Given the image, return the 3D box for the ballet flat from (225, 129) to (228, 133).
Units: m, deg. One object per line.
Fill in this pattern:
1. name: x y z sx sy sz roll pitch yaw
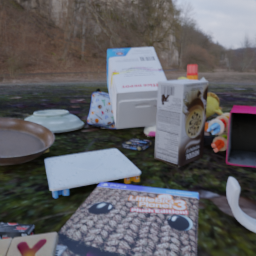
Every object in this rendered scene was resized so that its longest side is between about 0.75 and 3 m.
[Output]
1. ballet flat: 4.499 0.168 11.487 0.949 0.326 0.299 2 28 15

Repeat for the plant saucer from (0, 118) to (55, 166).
1. plant saucer: -3.627 0.368 8.076 2.891 0.464 2.891 11 18 -4

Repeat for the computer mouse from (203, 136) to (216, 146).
1. computer mouse: 3.106 0.494 9.951 2.373 0.404 0.695 2 4 -5

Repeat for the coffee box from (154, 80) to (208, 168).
1. coffee box: 1.576 -0.195 8.295 0.941 2.358 1.333 15 21 43

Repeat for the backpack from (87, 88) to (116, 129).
1. backpack: -0.863 -0.725 12.352 1.713 1.799 1.386 12 8 -2

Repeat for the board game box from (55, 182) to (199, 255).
1. board game box: 0.057 1.596 3.538 1.585 0.963 1.988 3 14 14

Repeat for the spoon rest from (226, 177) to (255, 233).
1. spoon rest: 2.895 1.556 4.759 2.522 0.765 1.253 15 16 6

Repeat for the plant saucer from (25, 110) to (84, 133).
1. plant saucer: -3.464 -0.364 12.670 2.885 0.724 2.885 -1 11 0

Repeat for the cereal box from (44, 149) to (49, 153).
1. cereal box: -3.101 0.726 9.287 0.784 0.155 0.564 7 14 32

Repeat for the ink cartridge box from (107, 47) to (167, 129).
1. ink cartridge box: 0.269 -1.574 10.839 1.901 1.892 2.591 -5 49 -9

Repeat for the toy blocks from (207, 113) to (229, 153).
1. toy blocks: 2.940 0.246 9.088 0.529 1.213 1.456 12 22 36

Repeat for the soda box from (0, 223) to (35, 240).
1. soda box: -1.945 1.738 4.587 0.769 0.244 0.272 2 13 5

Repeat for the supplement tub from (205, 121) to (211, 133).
1. supplement tub: 3.654 -0.069 12.056 0.817 0.501 0.501 -8 15 -31

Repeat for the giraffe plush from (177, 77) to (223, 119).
1. giraffe plush: 3.437 -1.217 13.946 2.250 2.394 2.774 20 -32 -33

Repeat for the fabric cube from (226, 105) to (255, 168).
1. fabric cube: 3.856 0.218 8.383 1.603 1.573 1.598 5 12 23

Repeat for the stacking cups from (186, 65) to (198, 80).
1. stacking cups: 3.761 -2.197 16.157 0.861 2.845 0.861 0 13 0

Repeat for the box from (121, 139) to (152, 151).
1. box: 0.306 0.584 9.851 0.816 0.203 0.810 6 16 28

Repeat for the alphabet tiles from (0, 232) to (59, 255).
1. alphabet tiles: -1.387 1.915 1.696 2.395 0.091 2.878 -8 30 3

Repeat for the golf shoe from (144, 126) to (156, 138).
1. golf shoe: 1.211 -0.351 11.773 0.983 1.194 2.609 3 16 9

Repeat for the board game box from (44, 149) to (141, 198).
1. board game box: -0.975 1.049 7.019 2.041 0.264 2.042 -8 14 -18
